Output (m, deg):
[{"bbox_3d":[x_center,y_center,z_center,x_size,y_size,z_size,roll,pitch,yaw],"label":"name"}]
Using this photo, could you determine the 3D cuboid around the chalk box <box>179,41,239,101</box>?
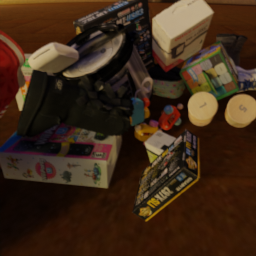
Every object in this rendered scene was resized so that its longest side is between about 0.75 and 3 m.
[{"bbox_3d":[3.006,-1.920,10.322,1.592,1.603,2.568,-25,16,30],"label":"chalk box"}]

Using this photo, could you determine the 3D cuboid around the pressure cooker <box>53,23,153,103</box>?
[{"bbox_3d":[-0.770,-1.665,8.484,2.472,2.767,2.434,5,55,34],"label":"pressure cooker"}]

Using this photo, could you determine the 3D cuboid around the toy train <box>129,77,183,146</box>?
[{"bbox_3d":[0.596,-0.432,7.931,0.611,2.196,1.649,30,83,46],"label":"toy train"}]

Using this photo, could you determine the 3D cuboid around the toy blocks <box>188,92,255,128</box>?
[{"bbox_3d":[2.554,-0.393,7.875,1.694,0.738,2.033,6,-5,13],"label":"toy blocks"}]

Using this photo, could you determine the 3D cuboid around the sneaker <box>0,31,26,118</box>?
[{"bbox_3d":[-3.297,-1.035,6.731,1.172,2.990,1.727,17,71,-1],"label":"sneaker"}]

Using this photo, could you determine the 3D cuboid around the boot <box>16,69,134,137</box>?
[{"bbox_3d":[-1.296,-0.291,6.529,2.227,2.718,1.006,13,64,-24],"label":"boot"}]

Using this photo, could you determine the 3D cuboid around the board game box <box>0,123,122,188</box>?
[{"bbox_3d":[-1.636,0.506,7.358,2.658,0.854,1.961,2,30,8],"label":"board game box"}]

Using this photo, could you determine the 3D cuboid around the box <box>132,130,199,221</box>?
[{"bbox_3d":[0.710,0.881,5.243,0.366,1.485,1.186,36,32,-8],"label":"box"}]

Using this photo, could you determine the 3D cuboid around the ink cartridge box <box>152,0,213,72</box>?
[{"bbox_3d":[1.643,-2.958,8.972,1.556,2.150,0.907,-34,76,-4],"label":"ink cartridge box"}]

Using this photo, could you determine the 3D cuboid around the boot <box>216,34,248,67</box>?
[{"bbox_3d":[4.025,-3.390,13.034,2.999,1.974,1.046,-13,33,-22],"label":"boot"}]

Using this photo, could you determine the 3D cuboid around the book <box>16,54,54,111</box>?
[{"bbox_3d":[-3.137,-1.505,9.402,1.355,2.029,0.488,0,44,-4],"label":"book"}]

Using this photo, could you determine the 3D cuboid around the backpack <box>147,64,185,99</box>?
[{"bbox_3d":[1.471,-1.873,11.302,1.689,1.069,1.410,17,47,28],"label":"backpack"}]

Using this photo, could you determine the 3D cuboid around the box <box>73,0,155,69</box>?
[{"bbox_3d":[-0.333,-3.005,10.245,2.814,2.793,0.699,-35,46,-22],"label":"box"}]

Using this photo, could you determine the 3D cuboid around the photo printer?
[{"bbox_3d":[-1.790,-1.662,6.696,0.865,0.361,1.040,-24,-4,21],"label":"photo printer"}]

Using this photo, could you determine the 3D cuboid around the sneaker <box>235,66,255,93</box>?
[{"bbox_3d":[4.919,-1.823,11.490,2.844,1.070,1.253,13,43,34],"label":"sneaker"}]

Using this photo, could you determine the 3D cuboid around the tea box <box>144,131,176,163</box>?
[{"bbox_3d":[0.952,0.644,6.980,0.554,0.816,0.830,-38,42,-26],"label":"tea box"}]
